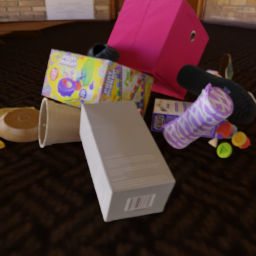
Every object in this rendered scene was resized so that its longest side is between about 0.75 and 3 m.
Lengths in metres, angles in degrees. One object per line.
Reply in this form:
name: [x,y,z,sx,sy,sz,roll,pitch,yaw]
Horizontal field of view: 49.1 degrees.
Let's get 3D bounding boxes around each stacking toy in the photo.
stacking toy: [2.971,0.405,8.206,0.435,0.933,1.031,24,22,-33]

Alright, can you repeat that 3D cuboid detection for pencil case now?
pencil case: [1.869,-0.239,7.807,0.945,2.210,0.928,38,47,-3]

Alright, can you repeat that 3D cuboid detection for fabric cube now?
fabric cube: [1.126,-3.210,11.487,2.871,2.862,2.817,22,-2,37]

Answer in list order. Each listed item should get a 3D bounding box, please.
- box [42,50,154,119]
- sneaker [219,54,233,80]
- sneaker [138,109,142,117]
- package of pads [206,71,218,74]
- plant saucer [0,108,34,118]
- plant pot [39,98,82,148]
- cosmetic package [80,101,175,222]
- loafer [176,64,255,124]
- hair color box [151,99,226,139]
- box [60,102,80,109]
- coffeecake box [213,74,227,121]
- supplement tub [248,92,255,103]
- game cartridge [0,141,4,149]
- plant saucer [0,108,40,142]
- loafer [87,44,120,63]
box: [-1.036,-1.497,9.956,2.732,1.667,2.632,20,9,35]
sneaker: [4.252,-2.513,12.050,0.570,1.270,0.426,-9,17,-42]
sneaker: [-0.411,0.021,8.722,1.445,0.980,2.502,8,26,12]
package of pads: [4.458,-2.905,15.324,0.643,0.284,0.833,22,35,40]
plant saucer: [-4.132,-0.348,10.171,1.267,0.307,1.267,-3,27,-5]
plant pot: [-1.939,-0.116,8.627,1.349,1.474,1.474,4,23,-25]
cosmetic package: [-0.177,0.596,6.456,1.426,1.204,2.669,-4,42,-19]
loafer: [2.980,-1.184,9.235,1.059,1.084,2.969,6,32,-52]
hair color box: [2.007,-0.341,9.575,2.339,0.758,1.279,8,27,5]
box: [-2.316,-0.805,11.165,0.841,0.229,1.050,1,27,1]
coffeecake box: [3.330,-1.211,10.730,0.627,1.318,1.717,1,27,-7]
supplement tub: [4.783,-1.042,11.253,0.591,0.591,0.895,5,26,10]
game cartridge: [-4.382,0.558,8.537,0.797,0.147,0.904,23,33,38]
plant saucer: [-3.498,-0.206,9.481,1.850,0.327,1.850,6,34,-4]
loafer: [-1.053,-2.884,10.552,0.702,0.725,2.066,-54,36,-6]
